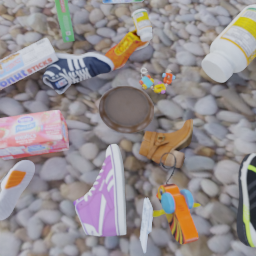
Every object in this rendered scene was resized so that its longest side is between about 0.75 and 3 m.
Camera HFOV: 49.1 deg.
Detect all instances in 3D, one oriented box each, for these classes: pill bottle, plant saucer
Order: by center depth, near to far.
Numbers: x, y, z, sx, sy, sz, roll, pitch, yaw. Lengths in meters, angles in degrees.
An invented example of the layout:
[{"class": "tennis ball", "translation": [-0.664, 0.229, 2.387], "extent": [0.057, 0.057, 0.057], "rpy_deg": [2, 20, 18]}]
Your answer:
[{"class": "plant saucer", "translation": [-0.045, -0.547, 8.025], "extent": [1.583, 1.583, 0.254], "rpy_deg": [6, 36, 3]}, {"class": "pill bottle", "translation": [3.368, -2.531, 8.630], "extent": [1.271, 1.271, 2.254], "rpy_deg": [42, 84, 16]}, {"class": "pill bottle", "translation": [0.476, -3.254, 8.939], "extent": [0.502, 0.502, 0.890], "rpy_deg": [-17, 87, -7]}]

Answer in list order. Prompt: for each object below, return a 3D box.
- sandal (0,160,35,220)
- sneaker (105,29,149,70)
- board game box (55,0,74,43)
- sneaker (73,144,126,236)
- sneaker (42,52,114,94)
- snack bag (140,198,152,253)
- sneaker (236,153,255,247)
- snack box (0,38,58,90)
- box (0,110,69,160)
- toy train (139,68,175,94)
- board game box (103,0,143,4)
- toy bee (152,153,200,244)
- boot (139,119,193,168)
[{"class": "sandal", "translation": [-3.156, 1.580, 7.470], "extent": [0.479, 0.641, 1.672], "rpy_deg": [13, 71, 40]}, {"class": "sneaker", "translation": [-0.104, -2.693, 9.191], "extent": [0.761, 0.805, 2.086], "rpy_deg": [40, 74, 14]}, {"class": "board game box", "translation": [-2.173, -4.313, 8.698], "extent": [0.387, 2.661, 1.791], "rpy_deg": [-13, 57, -10]}, {"class": "sneaker", "translation": [-0.761, 1.550, 7.282], "extent": [1.351, 0.858, 2.369], "rpy_deg": [-4, 63, 5]}, {"class": "sneaker", "translation": [-1.593, -1.641, 8.565], "extent": [2.229, 0.781, 1.209], "rpy_deg": [8, 60, 22]}, {"class": "snack bag", "translation": [0.415, 2.223, 6.456], "extent": [0.111, 0.979, 1.039], "rpy_deg": [7, 87, -3]}, {"class": "sneaker", "translation": [3.378, 1.798, 6.979], "extent": [1.022, 0.885, 2.468], "rpy_deg": [-9, 55, 38]}, {"class": "snack box", "translation": [-3.652, -1.812, 8.688], "extent": [2.926, 0.356, 1.052], "rpy_deg": [-28, 50, -4]}, {"class": "box", "translation": [-2.726, 0.210, 7.857], "extent": [1.906, 0.978, 0.902], "rpy_deg": [-9, 67, -3]}, {"class": "toy train", "translation": [0.885, -1.478, 8.847], "extent": [1.108, 0.308, 0.832], "rpy_deg": [11, 73, -5]}, {"class": "board game box", "translation": [-0.236, -5.374, 10.646], "extent": [1.497, 0.194, 1.497], "rpy_deg": [-3, 67, -1]}, {"class": "toy bee", "translation": [1.171, 1.846, 7.100], "extent": [1.345, 1.117, 2.054], "rpy_deg": [14, 63, -10]}, {"class": "boot", "translation": [1.128, 0.308, 8.078], "extent": [1.275, 0.630, 1.643], "rpy_deg": [16, 67, 19]}]
